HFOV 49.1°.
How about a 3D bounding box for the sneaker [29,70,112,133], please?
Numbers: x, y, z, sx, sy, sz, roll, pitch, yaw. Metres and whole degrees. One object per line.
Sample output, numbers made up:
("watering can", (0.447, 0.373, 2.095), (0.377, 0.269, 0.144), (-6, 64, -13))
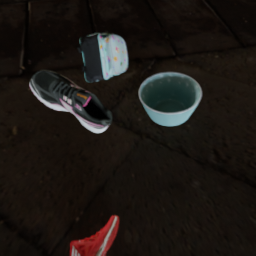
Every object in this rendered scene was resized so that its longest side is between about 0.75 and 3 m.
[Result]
("sneaker", (-1.365, -0.796, 7.381), (2.409, 1.040, 0.968), (30, 72, -16))

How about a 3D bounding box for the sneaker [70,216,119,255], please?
("sneaker", (-0.837, 2.591, 6.517), (0.851, 0.577, 1.473), (20, 50, 15))

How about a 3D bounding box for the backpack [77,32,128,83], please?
("backpack", (-0.650, -2.117, 8.281), (1.178, 1.351, 1.537), (-7, 16, 15))

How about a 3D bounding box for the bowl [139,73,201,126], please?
("bowl", (1.346, -0.809, 9.103), (1.954, 1.022, 1.954), (-4, 48, 4))
